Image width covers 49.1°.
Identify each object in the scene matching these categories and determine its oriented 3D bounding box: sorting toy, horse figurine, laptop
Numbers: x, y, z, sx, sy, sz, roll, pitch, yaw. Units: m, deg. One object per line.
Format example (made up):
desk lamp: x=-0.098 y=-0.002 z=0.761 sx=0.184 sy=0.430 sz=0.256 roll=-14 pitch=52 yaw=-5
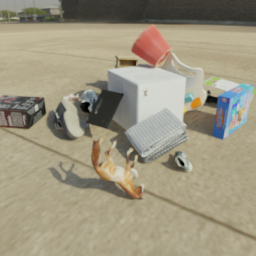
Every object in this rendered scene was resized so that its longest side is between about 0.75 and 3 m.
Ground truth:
sorting toy: x=2.314 y=-2.116 z=12.631 sx=2.625 sy=2.363 sz=1.403 roll=34 pitch=58 yaw=17
horse figurine: x=-0.322 y=1.036 z=7.481 sx=0.489 sy=1.958 sz=1.297 roll=-21 pitch=49 yaw=45
laptop: x=-0.981 y=-0.628 z=11.122 sx=1.631 sy=0.945 sz=1.527 roll=15 pitch=72 yaw=29

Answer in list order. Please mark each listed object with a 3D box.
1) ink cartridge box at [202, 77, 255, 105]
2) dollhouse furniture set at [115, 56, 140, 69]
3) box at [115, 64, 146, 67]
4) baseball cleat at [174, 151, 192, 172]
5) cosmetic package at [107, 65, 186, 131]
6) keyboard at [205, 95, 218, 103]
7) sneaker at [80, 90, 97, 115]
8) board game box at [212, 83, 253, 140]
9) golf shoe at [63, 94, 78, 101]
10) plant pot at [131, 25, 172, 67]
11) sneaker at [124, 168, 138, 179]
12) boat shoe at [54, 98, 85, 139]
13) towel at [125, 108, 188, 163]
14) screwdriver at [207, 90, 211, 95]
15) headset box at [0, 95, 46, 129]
ink cartridge box: x=4.954 y=-1.712 z=14.021 sx=2.240 sy=0.848 sz=1.655 roll=25 pitch=34 yaw=26
dollhouse furniture set: x=0.334 y=-2.574 z=14.688 sx=2.753 sy=1.950 sz=2.997 roll=-3 pitch=22 yaw=-20
box: x=0.237 y=-3.071 z=16.684 sx=1.960 sy=1.384 sz=0.773 roll=4 pitch=26 yaw=7
baseball cleat: x=1.699 y=0.982 z=9.061 sx=0.575 sy=0.376 sz=1.079 roll=37 pitch=9 yaw=-28
cosmetic package: x=0.662 y=-1.223 z=11.755 sx=2.234 sy=2.220 sz=2.669 roll=-12 pitch=27 yaw=-26
keyboard: x=4.238 y=-1.658 z=14.839 sx=2.008 sy=0.398 sz=1.045 roll=15 pitch=31 yaw=31
sneaker: x=-1.932 y=-1.231 z=13.410 sx=0.993 sy=0.857 sz=2.266 roll=-15 pitch=28 yaw=-28
board game box: x=4.245 y=-0.717 z=11.304 sx=0.509 sy=1.721 sz=2.263 roll=22 pitch=32 yaw=38
golf shoe: x=-3.050 y=-1.655 z=14.873 sx=0.813 sy=0.374 sz=0.295 roll=-7 pitch=27 yaw=-12
plant pot: x=1.060 y=-3.400 z=11.973 sx=1.276 sy=1.442 sz=1.442 roll=44 pitch=37 yaw=6
sneaker: x=-0.216 y=1.443 z=8.370 sx=1.044 sy=0.395 sz=0.480 roll=3 pitch=32 yaw=24
boat shoe: x=-2.562 y=-0.235 z=11.658 sx=0.919 sy=1.065 sz=2.931 roll=-43 pitch=34 yaw=9
towel: x=0.997 y=0.249 z=9.729 sx=1.857 sy=0.795 sz=1.538 roll=-31 pitch=35 yaw=-4
screwdriver: x=4.616 y=-1.854 z=15.627 sx=0.164 sy=0.157 sz=1.124 roll=32 pitch=25 yaw=-21
headset box: x=-5.093 y=-0.753 z=12.344 sx=2.337 sy=0.877 sz=1.737 roll=4 pitch=26 yaw=8
